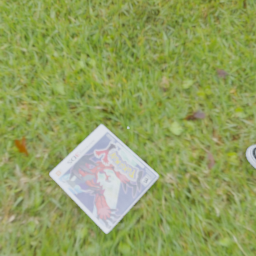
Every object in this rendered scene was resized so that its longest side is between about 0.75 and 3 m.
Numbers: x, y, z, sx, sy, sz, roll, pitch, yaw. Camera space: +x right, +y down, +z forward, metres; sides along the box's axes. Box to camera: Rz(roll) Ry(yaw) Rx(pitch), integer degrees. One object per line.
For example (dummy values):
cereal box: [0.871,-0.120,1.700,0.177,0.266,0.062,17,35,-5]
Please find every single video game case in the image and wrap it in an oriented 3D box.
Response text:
video game case: [-0.839,1.664,9.767,2.853,0.328,2.600,41,74,14]

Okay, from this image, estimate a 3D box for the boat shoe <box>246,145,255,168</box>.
boat shoe: [5.482,1.328,9.570,2.729,0.932,1.008,32,72,12]
